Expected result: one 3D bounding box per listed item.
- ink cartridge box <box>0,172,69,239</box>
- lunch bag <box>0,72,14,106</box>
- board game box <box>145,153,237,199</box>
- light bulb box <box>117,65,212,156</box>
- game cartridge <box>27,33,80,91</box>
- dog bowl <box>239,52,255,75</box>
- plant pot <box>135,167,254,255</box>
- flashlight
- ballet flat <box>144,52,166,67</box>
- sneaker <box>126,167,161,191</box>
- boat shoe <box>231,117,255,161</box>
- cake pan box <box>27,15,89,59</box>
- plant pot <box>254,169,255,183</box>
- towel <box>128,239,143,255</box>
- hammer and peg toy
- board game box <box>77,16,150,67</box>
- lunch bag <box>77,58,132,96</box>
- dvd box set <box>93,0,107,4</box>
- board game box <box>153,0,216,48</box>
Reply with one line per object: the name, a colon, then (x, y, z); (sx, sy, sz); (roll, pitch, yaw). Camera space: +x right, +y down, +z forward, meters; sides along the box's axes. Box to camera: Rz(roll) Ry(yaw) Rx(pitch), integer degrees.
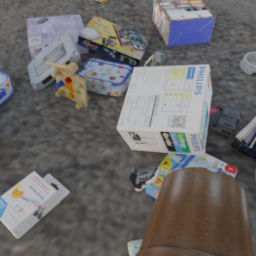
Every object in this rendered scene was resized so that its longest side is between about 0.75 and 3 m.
ink cartridge box: (-2.448, 1.804, 7.131); (0.965, 0.569, 1.677); (32, 55, 26)
lunch bag: (-5.352, -1.073, 9.567); (2.038, 0.961, 2.544); (23, 51, 12)
board game box: (1.698, 1.425, 7.520); (1.824, 0.510, 1.786); (27, 52, 23)
light bulb box: (1.098, -0.507, 7.776); (2.152, 1.343, 2.133); (3, 62, 23)
game cartridge: (-2.830, -2.517, 10.515); (2.169, 0.450, 1.444); (-33, 52, 15)
dog bowl: (5.282, -2.618, 11.406); (1.329, 0.390, 1.329); (0, 48, 0)
plant pot: (1.241, 2.090, 5.039); (2.290, 2.290, 2.267); (12, 47, 11)
flashlight: (2.281, -0.741, 9.279); (2.806, 0.950, 0.954); (24, 47, 22)
ballet flat: (0.779, -2.008, 10.005); (0.575, 1.599, 0.575); (19, 32, -12)
sneaker: (0.338, 1.137, 6.768); (0.522, 0.917, 0.346); (44, 33, -3)
boat shoe: (4.147, 0.183, 8.616); (2.093, 0.781, 0.970); (-38, 64, -21)
cake pan box: (-3.180, -4.152, 12.608); (2.507, 0.712, 2.722); (-12, 48, -11)
plant pot: (4.357, 1.154, 7.378); (1.648, 1.107, 1.648); (0, 46, 0)
towel: (0.947, 3.261, 5.827); (1.720, 0.484, 2.010); (-4, 47, -5)
hammer and peg toy: (-1.914, -1.577, 9.201); (1.357, 1.846, 0.651); (30, 57, 18)
board game box: (-0.548, -3.661, 11.865); (2.677, 0.463, 1.814); (22, 49, 0)
lunch bag: (-0.890, -1.980, 10.585); (1.962, 0.741, 1.572); (17, 47, 14)
dvd box set: (-1.540, -7.317, 15.989); (0.591, 0.119, 0.807); (24, 51, 20)
board game box: (2.496, -5.094, 13.103); (2.097, 1.274, 2.630); (-7, 47, -7)
